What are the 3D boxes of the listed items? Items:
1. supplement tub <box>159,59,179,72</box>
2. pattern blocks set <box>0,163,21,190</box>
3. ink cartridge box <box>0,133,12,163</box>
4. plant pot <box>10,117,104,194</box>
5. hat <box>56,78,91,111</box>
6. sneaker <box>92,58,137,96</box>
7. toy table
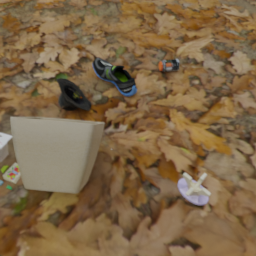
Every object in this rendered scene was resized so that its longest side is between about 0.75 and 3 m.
[{"bbox_3d":[1.996,-3.034,13.650,0.920,0.564,0.564,-6,51,-5],"label":"supplement tub"},{"bbox_3d":[-4.086,1.625,10.102,1.105,0.102,1.257,11,52,9],"label":"pattern blocks set"},{"bbox_3d":[-4.777,0.863,9.408,1.026,0.605,1.782,14,33,5],"label":"ink cartridge box"},{"bbox_3d":[-2.191,0.812,9.098,2.450,2.453,2.171,5,93,2],"label":"plant pot"},{"bbox_3d":[-2.464,-1.197,11.722,0.811,2.010,2.010,-40,53,15],"label":"hat"},{"bbox_3d":[-0.587,-2.540,12.870,0.968,1.131,2.730,-34,58,-27],"label":"sneaker"},{"bbox_3d":[2.221,2.020,9.409,1.154,0.676,1.061,28,56,20],"label":"toy table"}]
